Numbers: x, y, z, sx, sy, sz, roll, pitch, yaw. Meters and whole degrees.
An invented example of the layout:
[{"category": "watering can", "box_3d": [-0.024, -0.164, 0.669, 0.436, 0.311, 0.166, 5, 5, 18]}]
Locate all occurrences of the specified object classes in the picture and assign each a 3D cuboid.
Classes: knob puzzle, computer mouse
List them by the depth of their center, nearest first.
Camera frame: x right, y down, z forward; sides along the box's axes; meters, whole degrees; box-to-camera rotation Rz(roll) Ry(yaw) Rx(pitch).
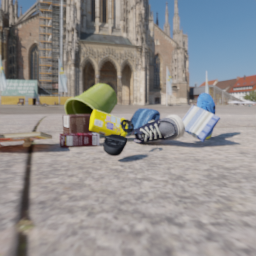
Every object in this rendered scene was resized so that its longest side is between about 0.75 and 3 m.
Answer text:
[{"category": "computer mouse", "box_3d": [-0.274, 0.314, 9.261, 0.688, 0.399, 2.346, 14, 27, 10]}, {"category": "knob puzzle", "box_3d": [-4.602, 0.545, 10.813, 3.193, 0.443, 3.193, -4, -4, 0]}]

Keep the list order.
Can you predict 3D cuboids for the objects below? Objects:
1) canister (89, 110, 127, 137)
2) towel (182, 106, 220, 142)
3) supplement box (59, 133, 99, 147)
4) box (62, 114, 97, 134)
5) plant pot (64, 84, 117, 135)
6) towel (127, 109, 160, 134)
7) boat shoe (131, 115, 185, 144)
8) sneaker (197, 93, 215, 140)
[{"category": "canister", "box_3d": [-0.935, -0.141, 13.221, 1.661, 0.719, 1.234, 18, 38, -17]}, {"category": "towel", "box_3d": [2.960, -0.206, 11.891, 0.203, 1.251, 1.704, 34, 2, -35]}, {"category": "supplement box", "box_3d": [-2.079, 0.496, 11.823, 1.614, 0.491, 0.878, 0, 4, -16]}, {"category": "box", "box_3d": [-2.466, -0.065, 14.334, 1.483, 1.217, 1.230, -3, 5, -28]}, {"category": "plant pot", "box_3d": [-1.816, -1.222, 15.475, 2.471, 2.471, 2.271, 4, 41, 37]}, {"category": "towel", "box_3d": [0.795, -0.338, 15.284, 0.685, 1.576, 2.823, 26, -1, -16]}, {"category": "boat shoe", "box_3d": [1.146, 0.209, 11.680, 1.307, 1.053, 2.820, -20, -1, -21]}, {"category": "sneaker", "box_3d": [3.955, -0.866, 14.255, 0.972, 2.949, 1.156, 2, -38, 16]}]
